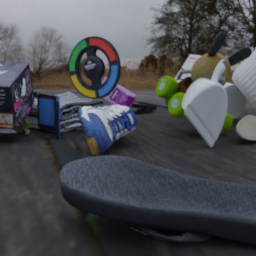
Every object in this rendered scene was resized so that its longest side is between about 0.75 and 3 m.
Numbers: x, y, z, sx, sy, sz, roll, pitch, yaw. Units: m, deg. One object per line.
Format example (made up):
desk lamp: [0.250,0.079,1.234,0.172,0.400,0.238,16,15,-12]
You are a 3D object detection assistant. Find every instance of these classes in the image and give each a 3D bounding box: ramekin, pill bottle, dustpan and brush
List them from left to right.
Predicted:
pill bottle: [3.354,-1.181,11.596,1.574,1.574,2.764,-4,11,-20]
dustpan and brush: [1.980,-0.812,6.664,0.613,2.141,1.494,18,-21,52]
ramekin: [4.776,-1.320,9.380,1.454,2.771,2.771,-41,-9,24]

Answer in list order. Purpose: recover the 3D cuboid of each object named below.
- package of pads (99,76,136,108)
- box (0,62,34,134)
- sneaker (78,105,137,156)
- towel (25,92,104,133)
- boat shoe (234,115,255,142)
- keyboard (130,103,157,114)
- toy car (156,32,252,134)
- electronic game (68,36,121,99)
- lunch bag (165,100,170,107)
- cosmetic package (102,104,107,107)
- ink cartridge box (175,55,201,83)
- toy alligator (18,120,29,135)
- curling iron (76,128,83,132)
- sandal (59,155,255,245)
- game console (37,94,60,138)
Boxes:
package of pads: [-0.514,-1.178,10.435,1.435,0.865,0.543,33,-8,4]
box: [-3.583,-0.918,7.600,1.527,1.326,2.311,-1,26,-6]
sneaker: [-0.403,-0.162,6.612,1.217,1.039,2.761,-15,11,1]
towel: [-2.117,-0.595,9.504,1.902,0.983,2.297,7,17,34]
boat shoe: [3.388,0.038,7.566,1.982,0.720,0.621,-17,-18,-38]
keyboard: [0.408,-0.957,13.563,1.250,0.476,2.402,16,11,43]
toy car: [2.352,-1.340,7.850,1.982,2.412,1.903,18,29,-30]
electronic game: [-1.136,-1.956,9.205,2.027,2.027,0.422,5,12,28]
lunch bag: [3.260,-1.672,15.547,1.763,1.264,2.150,-7,15,-18]
cosmetic package: [-0.751,-1.040,13.385,0.354,0.524,0.997,-23,4,32]
ink cartridge box: [2.304,-1.717,9.982,0.692,1.644,1.189,30,4,-28]
toy alligator: [-3.232,-0.092,8.440,0.384,0.352,1.297,-48,29,-10]
curling iron: [-0.808,-0.002,8.477,1.501,0.192,0.372,-2,-35,-2]
sandal: [0.492,0.882,2.980,2.671,0.572,1.015,11,18,9]
game console: [-2.212,-0.336,7.747,0.633,1.071,0.914,-1,19,-14]
